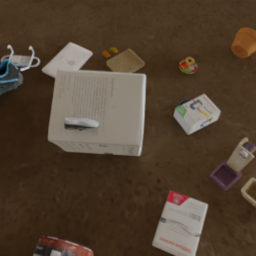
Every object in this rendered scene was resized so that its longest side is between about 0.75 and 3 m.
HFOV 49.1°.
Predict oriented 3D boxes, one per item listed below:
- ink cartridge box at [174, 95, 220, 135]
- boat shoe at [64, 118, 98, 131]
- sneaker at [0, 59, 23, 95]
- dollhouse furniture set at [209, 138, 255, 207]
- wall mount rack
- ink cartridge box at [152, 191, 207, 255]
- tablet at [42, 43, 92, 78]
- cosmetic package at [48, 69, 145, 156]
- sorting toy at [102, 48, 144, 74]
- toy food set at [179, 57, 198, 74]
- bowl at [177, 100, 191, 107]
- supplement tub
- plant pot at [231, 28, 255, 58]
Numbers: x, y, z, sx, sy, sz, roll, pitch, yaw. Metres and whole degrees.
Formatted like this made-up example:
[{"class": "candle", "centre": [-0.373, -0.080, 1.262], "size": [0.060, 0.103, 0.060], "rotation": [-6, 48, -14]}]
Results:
[{"class": "ink cartridge box", "centre": [2.553, -0.517, 10.432], "size": [1.360, 0.595, 0.989], "rotation": [-24, 61, -16]}, {"class": "boat shoe", "centre": [-1.342, -0.074, 7.945], "size": [0.955, 0.339, 0.344], "rotation": [6, 24, -10]}, {"class": "sneaker", "centre": [-5.523, -1.566, 10.995], "size": [1.049, 1.174, 2.866], "rotation": [30, 64, 16]}, {"class": "dollhouse furniture set", "centre": [4.318, 1.442, 8.871], "size": [1.946, 1.743, 2.456], "rotation": [-38, 66, -20]}, {"class": "wall mount rack", "centre": [-4.815, -2.877, 12.080], "size": [1.735, 0.647, 1.508], "rotation": [4, 60, 3]}, {"class": "ink cartridge box", "centre": [1.573, 2.986, 8.557], "size": [1.225, 0.703, 1.687], "rotation": [19, 61, 11]}, {"class": "tablet", "centre": [-2.682, -2.930, 12.410], "size": [1.335, 0.140, 2.052], "rotation": [28, 64, 15]}, {"class": "cosmetic package", "centre": [-0.873, -0.391, 9.340], "size": [2.787, 2.297, 2.300], "rotation": [4, 78, 2]}, {"class": "sorting toy", "centre": [-0.288, -2.983, 12.412], "size": [1.304, 0.234, 1.750], "rotation": [-35, 65, -14]}, {"class": "toy food set", "centre": [2.644, -2.692, 12.227], "size": [0.829, 0.202, 0.821], "rotation": [-26, 63, -15]}, {"class": "bowl", "centre": [2.479, -0.594, 10.960], "size": [1.226, 0.241, 1.226], "rotation": [0, 59, 0]}, {"class": "supplement tub", "centre": [-2.053, 4.479, 7.164], "size": [1.602, 1.602, 2.997], "rotation": [12, 61, 7]}, {"class": "plant pot", "centre": [5.136, -3.658, 12.335], "size": [1.189, 1.189, 0.832], "rotation": [37, 83, 20]}]
